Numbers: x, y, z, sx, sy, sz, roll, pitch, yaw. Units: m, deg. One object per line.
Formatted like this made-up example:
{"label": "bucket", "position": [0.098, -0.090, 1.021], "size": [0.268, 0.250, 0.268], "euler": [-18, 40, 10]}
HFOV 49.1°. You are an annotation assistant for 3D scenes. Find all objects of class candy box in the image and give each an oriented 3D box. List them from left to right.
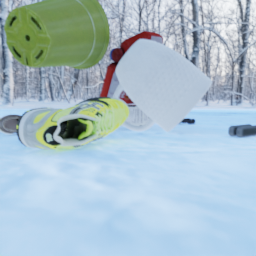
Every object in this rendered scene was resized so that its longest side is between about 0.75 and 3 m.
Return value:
{"label": "candy box", "position": [-0.473, -0.554, 11.887], "size": [2.471, 0.884, 2.072], "euler": [-1, 5, -7]}

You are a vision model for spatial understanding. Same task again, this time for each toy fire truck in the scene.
{"label": "toy fire truck", "position": [0.215, -2.089, 10.377], "size": [2.437, 2.902, 1.627], "euler": [-12, 41, -42]}

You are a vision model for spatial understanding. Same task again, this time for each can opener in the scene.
{"label": "can opener", "position": [3.608, -0.050, 8.198], "size": [1.878, 0.624, 0.494], "euler": [-10, 11, -37]}

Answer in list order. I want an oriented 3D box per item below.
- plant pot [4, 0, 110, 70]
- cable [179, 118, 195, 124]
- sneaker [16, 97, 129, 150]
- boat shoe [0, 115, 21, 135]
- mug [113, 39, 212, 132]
{"label": "plant pot", "position": [-2.314, -2.885, 8.693], "size": [2.644, 2.644, 2.510], "euler": [2, 24, 26]}
{"label": "cable", "position": [2.604, -0.276, 12.745], "size": [0.857, 0.267, 1.050], "euler": [-5, 7, 7]}
{"label": "sneaker", "position": [-0.878, -0.031, 6.146], "size": [1.092, 1.078, 2.858], "euler": [13, 23, 39]}
{"label": "boat shoe", "position": [-3.242, -0.106, 8.642], "size": [0.502, 0.606, 1.688], "euler": [-2, -2, 22]}
{"label": "mug", "position": [0.730, -1.213, 9.032], "size": [2.567, 2.928, 2.162], "euler": [41, 8, 0]}
